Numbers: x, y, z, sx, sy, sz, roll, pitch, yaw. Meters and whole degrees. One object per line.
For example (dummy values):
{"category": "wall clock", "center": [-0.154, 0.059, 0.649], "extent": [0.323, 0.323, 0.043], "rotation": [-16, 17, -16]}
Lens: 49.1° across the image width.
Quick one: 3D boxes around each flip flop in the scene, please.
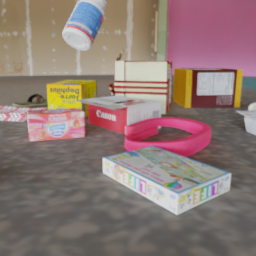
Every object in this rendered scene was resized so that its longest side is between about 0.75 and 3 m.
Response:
{"category": "flip flop", "center": [-4.797, -1.389, 14.245], "extent": [0.932, 0.662, 2.299], "rotation": [10, 17, 36]}

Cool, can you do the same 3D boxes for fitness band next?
{"category": "fitness band", "center": [1.141, 0.231, 7.943], "extent": [2.061, 0.537, 2.869], "rotation": [13, 19, 34]}

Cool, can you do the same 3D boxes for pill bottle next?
{"category": "pill bottle", "center": [-1.370, -3.552, 9.227], "extent": [1.007, 1.794, 1.007], "rotation": [19, -18, 6]}

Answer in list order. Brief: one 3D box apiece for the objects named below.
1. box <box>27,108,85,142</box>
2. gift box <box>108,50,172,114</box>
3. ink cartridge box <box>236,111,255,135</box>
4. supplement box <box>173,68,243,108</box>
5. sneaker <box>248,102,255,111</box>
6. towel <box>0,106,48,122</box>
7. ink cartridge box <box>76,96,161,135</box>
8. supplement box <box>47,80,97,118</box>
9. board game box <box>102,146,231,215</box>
{"category": "box", "center": [-2.206, -0.118, 8.590], "extent": [1.642, 0.842, 0.777], "rotation": [-4, 14, -20]}
{"category": "gift box", "center": [0.631, -2.160, 13.074], "extent": [2.655, 2.843, 2.623], "rotation": [2, 8, 14]}
{"category": "ink cartridge box", "center": [5.370, -0.048, 8.776], "extent": [2.904, 0.591, 2.910], "rotation": [-2, 14, -7]}
{"category": "supplement box", "center": [4.115, -2.215, 15.028], "extent": [2.842, 1.887, 2.803], "rotation": [-1, 13, -3]}
{"category": "sneaker", "center": [5.592, -0.850, 11.989], "extent": [1.656, 0.636, 0.921], "rotation": [-1, 19, -21]}
{"category": "towel", "center": [-4.952, -0.674, 11.885], "extent": [2.560, 0.383, 1.873], "rotation": [3, 13, 13]}
{"category": "ink cartridge box", "center": [-0.381, -0.481, 9.757], "extent": [2.043, 0.976, 2.327], "rotation": [-11, 17, -38]}
{"category": "supplement box", "center": [-2.329, -1.302, 12.194], "extent": [1.427, 1.436, 2.623], "rotation": [2, 14, 7]}
{"category": "board game box", "center": [0.656, 0.875, 5.433], "extent": [1.410, 0.359, 2.097], "rotation": [-9, 17, -36]}
